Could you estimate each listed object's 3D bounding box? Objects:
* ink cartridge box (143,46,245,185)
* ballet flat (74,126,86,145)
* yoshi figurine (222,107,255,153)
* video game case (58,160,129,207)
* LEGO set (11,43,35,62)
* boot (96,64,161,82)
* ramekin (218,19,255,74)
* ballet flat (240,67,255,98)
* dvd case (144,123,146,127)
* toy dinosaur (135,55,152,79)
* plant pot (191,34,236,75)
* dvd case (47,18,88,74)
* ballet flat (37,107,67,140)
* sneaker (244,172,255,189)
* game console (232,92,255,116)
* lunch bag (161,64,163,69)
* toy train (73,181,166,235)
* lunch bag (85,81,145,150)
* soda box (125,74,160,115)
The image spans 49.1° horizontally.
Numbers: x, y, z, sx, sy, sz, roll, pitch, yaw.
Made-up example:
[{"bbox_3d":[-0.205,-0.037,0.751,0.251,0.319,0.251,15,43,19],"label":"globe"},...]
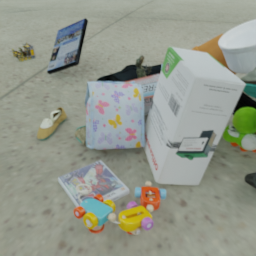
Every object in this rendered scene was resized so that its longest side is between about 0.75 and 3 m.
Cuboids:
[{"bbox_3d":[1.291,-0.262,6.581,1.127,2.674,1.953,6,32,-14],"label":"ink cartridge box"},{"bbox_3d":[-0.643,0.075,8.183,1.811,0.614,0.682,-22,60,-28],"label":"ballet flat"},{"bbox_3d":[3.597,0.086,7.015,2.305,1.291,1.296,9,-2,23],"label":"yoshi figurine"},{"bbox_3d":[-0.817,1.331,6.491,1.188,0.150,1.304,-20,37,-29],"label":"video game case"},{"bbox_3d":[-5.387,-3.984,14.347,1.034,0.779,1.344,-16,36,-24],"label":"LEGO set"},{"bbox_3d":[0.432,-1.658,10.379,2.713,1.036,2.280,13,32,28],"label":"boot"},{"bbox_3d":[3.802,-2.444,8.376,1.955,0.953,1.955,-21,29,12],"label":"ramekin"},{"bbox_3d":[2.929,-0.837,5.394,0.766,0.811,2.405,-43,13,11],"label":"ballet flat"},{"bbox_3d":[0.826,-0.009,8.691,0.867,0.076,0.618,-8,33,-12],"label":"dvd case"},{"bbox_3d":[0.594,-1.676,9.502,0.404,1.701,0.750,17,37,42],"label":"toy dinosaur"},{"bbox_3d":[3.402,-2.548,10.554,2.004,1.403,2.004,36,31,-25],"label":"plant pot"},{"bbox_3d":[-2.631,-3.553,12.201,1.723,0.212,2.415,-9,61,31],"label":"dvd case"},{"bbox_3d":[-2.381,-0.181,8.580,0.499,0.458,1.453,3,31,17],"label":"ballet flat"},{"bbox_3d":[3.199,1.224,6.107,1.374,0.522,0.623,21,-8,-10],"label":"sneaker"},{"bbox_3d":[2.616,-1.076,8.067,2.248,1.326,0.271,39,86,10],"label":"game console"},{"bbox_3d":[1.587,-1.496,9.550,1.053,0.790,1.242,2,62,11],"label":"lunch bag"},{"bbox_3d":[-0.136,1.617,5.601,1.887,0.525,1.417,3,20,-5],"label":"toy train"},{"bbox_3d":[-0.365,-0.348,7.405,1.475,1.740,1.106,-3,4,-17],"label":"lunch bag"},{"bbox_3d":[0.664,-0.980,8.464,2.570,0.879,0.817,-7,57,32],"label":"soda box"}]
